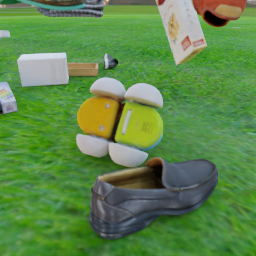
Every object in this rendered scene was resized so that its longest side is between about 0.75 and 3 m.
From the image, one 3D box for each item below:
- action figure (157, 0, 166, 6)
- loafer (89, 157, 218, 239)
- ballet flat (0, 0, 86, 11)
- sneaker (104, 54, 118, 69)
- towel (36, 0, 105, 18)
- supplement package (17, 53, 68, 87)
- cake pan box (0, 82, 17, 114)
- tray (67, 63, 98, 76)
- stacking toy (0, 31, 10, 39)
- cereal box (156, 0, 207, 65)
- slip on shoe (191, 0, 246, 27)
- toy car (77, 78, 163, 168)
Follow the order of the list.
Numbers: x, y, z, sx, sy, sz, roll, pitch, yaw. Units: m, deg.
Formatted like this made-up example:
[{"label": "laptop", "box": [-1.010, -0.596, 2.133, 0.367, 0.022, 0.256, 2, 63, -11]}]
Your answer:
[{"label": "action figure", "box": [0.490, -3.453, 6.560, 0.952, 1.444, 2.917, 33, 39, 12]}, {"label": "loafer", "box": [0.654, 1.067, 5.381, 2.935, 1.061, 1.068, -16, 30, -31]}, {"label": "ballet flat", "box": [-1.458, -2.216, 3.898, 0.892, 0.991, 2.631, -21, 33, -31]}, {"label": "sneaker", "box": [-0.932, -3.619, 15.284, 0.754, 0.553, 1.666, 1, 30, -4]}, {"label": "towel", "box": [-2.068, -4.618, 10.065, 2.396, 1.026, 1.984, -5, 31, -12]}, {"label": "supplement package", "box": [-3.758, -2.646, 12.584, 1.981, 1.201, 1.186, -5, 27, -9]}, {"label": "cake pan box", "box": [-5.000, -0.977, 9.932, 1.725, 0.490, 1.873, -15, 37, -24]}, {"label": "tray", "box": [-2.638, -2.922, 14.029, 2.217, 0.411, 1.093, 0, 26, -1]}, {"label": "stacking toy", "box": [-4.168, -3.471, 7.600, 0.596, 1.913, 2.537, -7, 15, 4]}, {"label": "cereal box", "box": [1.641, -3.675, 9.316, 0.554, 2.803, 2.017, -18, 1, -4]}, {"label": "slip on shoe", "box": [2.062, -2.856, 6.626, 1.077, 0.889, 2.906, 9, 17, 0]}, {"label": "toy car", "box": [-0.091, -0.087, 7.253, 2.282, 1.997, 1.711, 13, -7, 25]}]
